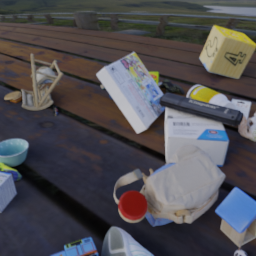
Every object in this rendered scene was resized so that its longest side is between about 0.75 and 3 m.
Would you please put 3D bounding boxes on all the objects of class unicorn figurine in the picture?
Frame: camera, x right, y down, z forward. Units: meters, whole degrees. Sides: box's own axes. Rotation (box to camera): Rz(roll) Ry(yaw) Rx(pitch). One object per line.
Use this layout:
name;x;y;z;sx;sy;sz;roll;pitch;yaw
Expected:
unicorn figurine;5.437;0.139;10.330;2.706;0.999;1.859;-6;36;20

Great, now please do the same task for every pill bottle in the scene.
pill bottle;3.541;-1.057;12.129;1.118;1.118;1.989;-15;31;-25

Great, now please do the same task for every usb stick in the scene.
usb stick;2.472;-0.674;9.781;2.897;0.472;0.803;19;29;27

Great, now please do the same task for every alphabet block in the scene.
alphabet block;5.810;-4.472;16.580;2.133;2.172;2.122;10;35;-13

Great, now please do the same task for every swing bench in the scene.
swing bench;-4.167;-2.105;13.320;1.372;2.114;2.103;11;24;-27

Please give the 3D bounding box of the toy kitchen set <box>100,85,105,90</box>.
toy kitchen set;-0.779;-2.120;14.828;0.682;0.928;1.158;-35;10;-28

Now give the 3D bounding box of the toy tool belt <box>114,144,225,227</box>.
toy tool belt;0.949;1.709;7.062;2.782;1.709;1.737;-23;64;-21

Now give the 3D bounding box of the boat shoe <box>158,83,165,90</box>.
boat shoe;1.689;-2.262;15.043;1.204;0.426;0.417;-24;38;-35

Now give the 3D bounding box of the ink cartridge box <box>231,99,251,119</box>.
ink cartridge box;4.731;-0.714;11.968;0.805;0.238;1.005;13;62;24

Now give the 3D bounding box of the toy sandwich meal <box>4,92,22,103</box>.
toy sandwich meal;-5.626;-1.500;13.823;0.945;0.324;0.945;-10;29;6

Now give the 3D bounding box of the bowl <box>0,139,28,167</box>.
bowl;-3.805;0.872;9.225;1.079;0.564;1.079;-1;29;0

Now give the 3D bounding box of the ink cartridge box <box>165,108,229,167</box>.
ink cartridge box;2.287;0.133;9.997;1.898;1.096;2.600;3;29;5

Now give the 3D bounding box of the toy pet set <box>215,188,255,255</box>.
toy pet set;3.121;2.264;6.110;2.145;1.139;2.003;-14;32;-25

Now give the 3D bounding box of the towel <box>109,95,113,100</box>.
towel;0.049;-1.835;13.598;1.894;0.460;1.058;-12;25;26

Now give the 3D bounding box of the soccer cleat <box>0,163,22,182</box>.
soccer cleat;-3.697;1.378;8.660;1.091;0.353;0.456;20;4;39

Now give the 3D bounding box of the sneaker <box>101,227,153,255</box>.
sneaker;0.256;2.858;5.508;1.004;0.881;2.505;24;2;-32

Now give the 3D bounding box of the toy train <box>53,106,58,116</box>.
toy train;-3.285;-0.764;12.630;0.214;0.160;0.935;5;26;-17

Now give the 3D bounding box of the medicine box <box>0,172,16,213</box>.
medicine box;-3.444;1.717;7.521;0.411;0.728;0.799;6;29;10

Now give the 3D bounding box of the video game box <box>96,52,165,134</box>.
video game box;0.314;-1.545;11.596;0.663;2.831;2.580;-29;8;40

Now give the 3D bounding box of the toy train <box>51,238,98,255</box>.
toy train;-1.306;2.884;5.469;1.742;0.755;0.995;-14;23;-19

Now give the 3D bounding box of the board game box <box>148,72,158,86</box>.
board game box;1.077;-2.116;14.154;0.876;0.411;1.724;1;52;6

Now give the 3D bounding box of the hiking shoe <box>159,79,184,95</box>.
hiking shoe;2.273;-1.973;14.561;1.326;0.502;0.668;33;82;19
